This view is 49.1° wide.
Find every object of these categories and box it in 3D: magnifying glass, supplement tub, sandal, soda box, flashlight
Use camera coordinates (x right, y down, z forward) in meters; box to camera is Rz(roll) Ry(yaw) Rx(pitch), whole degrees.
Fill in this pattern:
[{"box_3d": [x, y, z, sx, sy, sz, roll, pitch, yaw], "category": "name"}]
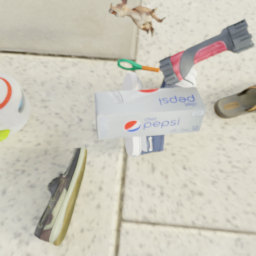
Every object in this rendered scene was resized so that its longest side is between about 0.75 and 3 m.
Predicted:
[{"box_3d": [0.308, -1.932, 8.862, 1.371, 0.546, 0.154, 13, 74, 11], "category": "magnifying glass"}, {"box_3d": [1.558, -1.173, 9.121, 1.079, 1.079, 1.538, 17, 83, 8], "category": "supplement tub"}, {"box_3d": [4.381, -1.105, 10.088, 2.676, 0.730, 1.094, -15, 66, -7], "category": "sandal"}, {"box_3d": [0.552, -0.430, 7.759, 2.922, 0.927, 0.997, -4, 47, -6], "category": "soda box"}, {"box_3d": [2.049, -1.920, 7.495, 2.422, 0.820, 0.823, -19, 37, 23], "category": "flashlight"}]

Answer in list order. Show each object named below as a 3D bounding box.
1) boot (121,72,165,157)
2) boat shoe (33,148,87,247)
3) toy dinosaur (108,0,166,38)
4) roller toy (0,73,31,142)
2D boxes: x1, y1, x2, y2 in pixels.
[{"box_3d": [0.517, -0.448, 9.131, 1.222, 0.984, 2.704, -6, 102, -22], "category": "boot"}, {"box_3d": [-2.012, 1.923, 8.470, 0.983, 1.069, 2.991, 14, 70, 1], "category": "boat shoe"}, {"box_3d": [0.401, -4.113, 10.111, 1.519, 2.241, 0.962, 37, 110, 14], "category": "toy dinosaur"}, {"box_3d": [-4.495, -0.817, 9.526, 2.149, 1.502, 1.961, 38, 70, 16], "category": "roller toy"}]
